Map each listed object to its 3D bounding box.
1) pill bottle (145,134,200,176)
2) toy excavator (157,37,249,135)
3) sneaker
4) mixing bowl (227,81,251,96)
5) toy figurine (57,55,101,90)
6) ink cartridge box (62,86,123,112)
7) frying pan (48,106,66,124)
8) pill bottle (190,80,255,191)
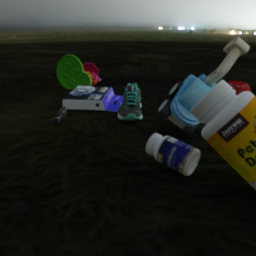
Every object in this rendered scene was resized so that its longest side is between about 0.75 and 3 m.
[{"bbox_3d":[1.247,0.715,7.971,1.402,0.811,0.811,25,32,30],"label":"pill bottle"},{"bbox_3d":[2.724,-1.445,9.765,1.453,2.909,2.828,38,61,-8],"label":"toy excavator"},{"bbox_3d":[0.085,-1.203,12.326,1.094,1.287,2.821,-1,23,0],"label":"sneaker"},{"bbox_3d":[5.605,-1.886,14.515,1.719,0.931,1.719,-1,23,0],"label":"mixing bowl"},{"bbox_3d":[-2.586,-3.278,17.318,2.684,2.015,2.470,35,25,20],"label":"toy figurine"},{"bbox_3d":[-1.612,-1.507,14.024,2.627,0.570,2.602,4,23,6],"label":"ink cartridge box"},{"bbox_3d":[-2.738,-0.502,11.136,0.223,0.828,1.368,30,1,-3],"label":"frying pan"},{"bbox_3d":[2.910,0.228,6.761,2.868,1.566,1.566,46,36,9],"label":"pill bottle"}]
